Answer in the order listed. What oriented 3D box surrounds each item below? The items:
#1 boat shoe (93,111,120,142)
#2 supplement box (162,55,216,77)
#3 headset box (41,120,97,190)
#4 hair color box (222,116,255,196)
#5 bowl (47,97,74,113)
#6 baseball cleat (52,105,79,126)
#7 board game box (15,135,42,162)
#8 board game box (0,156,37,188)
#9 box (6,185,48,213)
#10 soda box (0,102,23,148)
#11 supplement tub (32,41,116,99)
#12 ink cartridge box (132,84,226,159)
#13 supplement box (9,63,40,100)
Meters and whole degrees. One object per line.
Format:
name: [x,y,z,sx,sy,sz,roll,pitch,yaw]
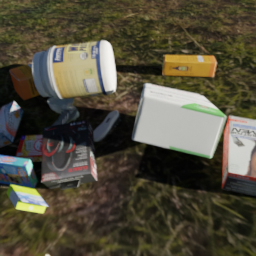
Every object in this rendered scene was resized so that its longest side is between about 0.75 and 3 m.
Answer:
boat shoe: [-0.645,0.005,9.042,0.493,0.406,1.436,-1,39,37]
supplement box: [2.575,-2.660,11.997,2.176,0.724,0.748,1,40,1]
headset box: [-1.575,0.782,7.509,1.319,0.665,1.774,-10,61,3]
hair color box: [3.452,0.738,7.962,1.344,0.775,2.423,10,43,11]
bowl: [-2.387,-0.797,9.984,0.927,0.417,0.927,1,29,-1]
baseball cleat: [-2.201,-0.372,9.342,0.439,0.671,1.260,-2,26,39]
board game box: [-2.672,0.610,8.482,1.211,0.281,0.918,-3,40,-4]
board game box: [-3.075,1.146,7.383,1.182,0.899,0.266,8,41,8]
box: [-2.282,1.612,6.313,0.642,0.251,1.052,23,-4,-35]
soda box: [-3.901,-0.129,9.014,0.549,0.510,1.604,-22,40,13]
supplement tub: [-1.785,-1.941,9.632,2.524,1.822,1.822,-5,40,5]
ink cartridge box: [1.288,-0.358,7.931,2.050,1.181,2.809,13,16,2]
supplement box: [-3.064,-2.176,11.232,2.944,0.979,1.013,-28,48,-28]
